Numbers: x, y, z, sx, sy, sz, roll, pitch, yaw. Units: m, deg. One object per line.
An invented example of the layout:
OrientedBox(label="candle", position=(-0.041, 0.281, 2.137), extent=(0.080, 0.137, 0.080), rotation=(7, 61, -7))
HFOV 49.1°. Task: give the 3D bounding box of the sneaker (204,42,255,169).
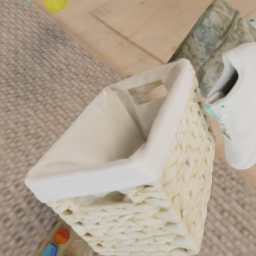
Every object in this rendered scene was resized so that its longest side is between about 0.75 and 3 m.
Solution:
OrientedBox(label="sneaker", position=(1.711, -0.255, 4.612), extent=(1.009, 2.281, 0.858), rotation=(-11, 31, -14))

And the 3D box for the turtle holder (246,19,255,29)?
OrientedBox(label="turtle holder", position=(3.191, -2.607, 7.452), extent=(0.730, 0.518, 0.554), rotation=(-22, 92, -37))

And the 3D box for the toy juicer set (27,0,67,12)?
OrientedBox(label="toy juicer set", position=(-2.055, -4.017, 6.790), extent=(1.568, 0.671, 2.464), rotation=(9, 77, 5))

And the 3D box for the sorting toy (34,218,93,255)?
OrientedBox(label="sorting toy", position=(-1.278, 2.991, 6.518), extent=(1.614, 0.216, 1.202), rotation=(27, 61, 17))

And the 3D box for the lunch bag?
OrientedBox(label="lunch bag", position=(1.953, -1.604, 6.245), extent=(1.573, 1.875, 1.307), rotation=(37, 46, -1))

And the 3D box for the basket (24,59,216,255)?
OrientedBox(label="basket", position=(0.201, 0.410, 4.452), extent=(1.903, 1.732, 2.808), rotation=(-14, 26, 31))
